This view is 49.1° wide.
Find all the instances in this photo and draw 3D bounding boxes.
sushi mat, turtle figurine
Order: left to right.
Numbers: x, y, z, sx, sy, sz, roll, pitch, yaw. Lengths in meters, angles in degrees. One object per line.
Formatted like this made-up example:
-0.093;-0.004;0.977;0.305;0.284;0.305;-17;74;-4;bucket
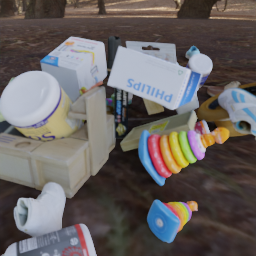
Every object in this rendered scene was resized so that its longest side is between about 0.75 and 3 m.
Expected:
-2.024;-0.537;8.880;2.141;0.855;2.655;14;61;32;turtle figurine
0.794;-1.019;9.660;0.570;0.072;1.191;-12;69;-15;sushi mat

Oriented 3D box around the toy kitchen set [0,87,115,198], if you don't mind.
-1.705;-0.022;6.786;2.161;1.954;2.395;10;27;18;toy kitchen set

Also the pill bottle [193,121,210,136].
1.598;0.257;7.445;1.107;0.606;0.606;-20;24;12;pill bottle

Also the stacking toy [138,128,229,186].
1.263;0.414;6.093;1.879;1.031;1.091;-22;37;21;stacking toy

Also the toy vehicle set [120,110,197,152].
0.833;0.073;7.518;1.904;0.252;1.183;-17;14;26;toy vehicle set

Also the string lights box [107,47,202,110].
0.839;-1.206;6.916;1.530;0.878;2.978;23;16;15;string lights box

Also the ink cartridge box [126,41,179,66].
1.093;-2.604;11.492;1.997;2.457;0.701;9;51;19;ink cartridge box

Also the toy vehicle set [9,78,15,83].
-5.245;-2.188;13.232;0.588;0.125;0.946;-5;27;-10;toy vehicle set

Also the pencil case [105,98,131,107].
-0.374;-0.989;10.464;0.977;0.452;0.416;-17;74;-28;pencil case

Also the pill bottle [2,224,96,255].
-1.241;1.993;3.991;1.485;0.860;0.860;-11;29;-20;pill bottle

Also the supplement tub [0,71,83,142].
-1.970;-0.283;6.819;1.402;1.928;1.402;-7;60;12;supplement tub

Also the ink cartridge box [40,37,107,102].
-1.969;-2.260;10.645;1.514;1.488;2.057;17;47;17;ink cartridge box

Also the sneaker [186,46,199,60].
4.109;-4.714;17.513;0.756;0.838;2.046;0;27;-2;sneaker

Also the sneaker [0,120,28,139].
-3.130;-0.089;7.800;1.203;0.847;2.265;14;43;34;sneaker

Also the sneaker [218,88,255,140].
2.669;-0.373;6.625;0.762;0.722;1.886;-41;28;1;sneaker

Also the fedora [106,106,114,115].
-0.805;-0.319;8.907;0.932;0.932;0.380;-19;64;-34;fedora

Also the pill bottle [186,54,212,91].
2.731;-2.158;11.380;0.929;1.606;0.929;1;66;-3;pill bottle

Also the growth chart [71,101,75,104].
-1.765;-0.863;10.468;1.761;0.216;2.433;-5;27;-11;growth chart

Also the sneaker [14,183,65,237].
-1.580;1.345;5.023;0.508;0.797;1.379;-35;33;10;sneaker

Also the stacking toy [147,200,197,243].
0.938;1.595;5.243;1.097;0.602;0.637;-10;36;-42;stacking toy

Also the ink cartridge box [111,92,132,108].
-0.293;-1.019;9.942;0.328;0.574;1.105;27;57;23;ink cartridge box

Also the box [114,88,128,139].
-0.227;-0.758;8.510;0.404;1.758;1.397;1;26;-3;box

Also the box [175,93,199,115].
1.878;-1.139;9.403;0.739;0.615;1.798;-22;21;19;box

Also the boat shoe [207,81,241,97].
4.215;-1.496;11.130;2.084;0.748;0.789;12;29;23;boat shoe

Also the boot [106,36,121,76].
-0.530;-4.030;14.897;1.087;1.941;2.807;1;26;2;boot

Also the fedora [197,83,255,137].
3.402;-0.482;8.336;2.628;1.072;2.628;-21;15;6;fedora

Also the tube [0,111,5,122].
-3.981;-0.347;9.035;0.665;0.743;2.562;32;35;2;tube
